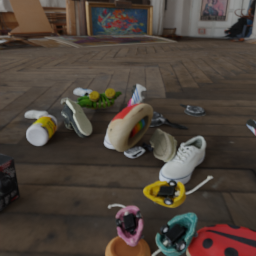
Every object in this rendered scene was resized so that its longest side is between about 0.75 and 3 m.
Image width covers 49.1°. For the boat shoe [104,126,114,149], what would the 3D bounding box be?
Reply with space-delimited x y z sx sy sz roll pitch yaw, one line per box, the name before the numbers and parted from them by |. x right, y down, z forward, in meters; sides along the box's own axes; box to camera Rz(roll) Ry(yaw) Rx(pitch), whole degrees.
boat shoe | -0.550 0.192 10.383 0.655 0.581 1.779 3 23 -7

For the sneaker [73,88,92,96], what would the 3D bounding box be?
sneaker | -2.530 -1.929 15.525 1.086 0.407 0.470 2 29 4

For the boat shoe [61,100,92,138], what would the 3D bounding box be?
boat shoe | -2.145 -0.246 11.395 0.880 0.828 2.449 31 14 -39

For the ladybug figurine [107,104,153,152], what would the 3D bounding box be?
ladybug figurine | 0.066 -0.110 9.611 0.819 1.545 2.276 28 39 22

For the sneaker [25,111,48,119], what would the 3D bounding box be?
sneaker | -4.047 -0.526 12.347 0.987 0.364 0.570 -5 21 -14

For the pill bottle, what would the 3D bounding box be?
pill bottle | -3.172 0.040 10.532 0.787 0.787 1.441 2 24 5

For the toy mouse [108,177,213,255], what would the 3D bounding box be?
toy mouse | 0.553 2.029 5.668 2.375 0.460 2.111 -9 38 22

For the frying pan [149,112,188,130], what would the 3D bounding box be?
frying pan | 1.175 -0.267 11.848 1.433 0.385 2.368 -18 26 -33

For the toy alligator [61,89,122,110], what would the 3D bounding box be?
toy alligator | -1.655 -1.191 13.248 2.938 0.974 0.706 -12 65 -11

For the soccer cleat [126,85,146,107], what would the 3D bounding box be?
soccer cleat | 0.334 -1.155 12.054 0.625 1.447 0.506 15 28 -9

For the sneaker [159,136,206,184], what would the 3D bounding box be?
sneaker | 1.658 0.917 8.464 0.870 0.843 2.381 14 28 29

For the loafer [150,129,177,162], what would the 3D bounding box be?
loafer | 1.240 0.554 9.070 0.710 0.787 2.080 26 13 -10

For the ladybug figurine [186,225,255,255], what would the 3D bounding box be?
ladybug figurine | 2.101 2.391 5.231 2.086 0.750 1.416 8 25 18

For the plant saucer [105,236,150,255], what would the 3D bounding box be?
plant saucer | -0.003 2.503 5.712 0.921 0.172 0.921 1 24 0

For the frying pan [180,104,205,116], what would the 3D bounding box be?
frying pan | 3.140 -0.933 13.478 0.973 0.262 1.608 0 26 -4

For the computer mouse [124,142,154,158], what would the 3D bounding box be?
computer mouse | 0.336 0.803 9.470 1.118 0.245 0.613 -18 26 -36

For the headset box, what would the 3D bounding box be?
headset box | -3.277 1.357 6.843 0.521 1.348 1.003 12 27 23

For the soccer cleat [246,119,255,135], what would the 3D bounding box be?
soccer cleat | 5.064 0.090 10.916 0.399 0.493 1.142 -40 38 17
